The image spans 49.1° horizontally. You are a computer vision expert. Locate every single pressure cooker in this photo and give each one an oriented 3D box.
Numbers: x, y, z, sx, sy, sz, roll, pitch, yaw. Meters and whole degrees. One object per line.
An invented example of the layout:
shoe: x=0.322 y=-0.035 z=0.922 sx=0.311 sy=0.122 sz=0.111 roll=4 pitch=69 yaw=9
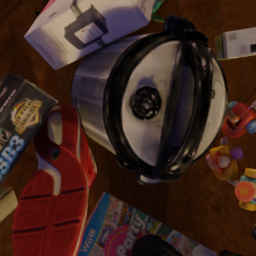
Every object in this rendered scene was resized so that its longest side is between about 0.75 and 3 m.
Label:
pressure cooker: x=0.401 y=-0.460 z=5.176 sx=2.472 sy=2.767 sz=2.434 roll=-39 pitch=117 yaw=-16

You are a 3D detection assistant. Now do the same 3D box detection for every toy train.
toy train: x=2.267 y=0.552 z=5.400 sx=1.649 sy=0.611 sz=2.196 roll=-53 pitch=47 yaw=32

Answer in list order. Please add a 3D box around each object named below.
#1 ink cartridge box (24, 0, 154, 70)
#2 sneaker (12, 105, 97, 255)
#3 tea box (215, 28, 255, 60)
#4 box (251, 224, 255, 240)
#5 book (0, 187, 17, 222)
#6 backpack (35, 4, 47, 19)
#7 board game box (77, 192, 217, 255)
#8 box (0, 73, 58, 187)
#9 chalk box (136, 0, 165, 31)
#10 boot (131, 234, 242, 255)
ink cartridge box: x=-0.659 y=-2.217 z=5.257 sx=2.150 sy=0.907 sz=1.556 roll=-16 pitch=43 yaw=30
sneaker: x=-0.954 y=1.173 z=4.957 sx=1.172 sy=1.727 sz=2.990 roll=-9 pitch=53 yaw=12
tea box: x=2.442 y=-1.831 z=6.165 sx=0.830 sy=0.816 sz=0.554 roll=-8 pitch=99 yaw=1
box: x=3.232 y=2.116 z=5.039 sx=1.186 sy=1.485 sz=0.366 roll=46 pitch=51 yaw=4
book: x=-3.334 y=1.883 z=5.415 sx=1.355 sy=2.029 sz=0.488 roll=-7 pitch=105 yaw=13
backpack: x=-1.562 y=-2.867 z=7.938 sx=1.689 sy=1.069 sz=1.410 roll=-24 pitch=94 yaw=-2
board game box: x=0.168 y=2.833 z=5.681 sx=2.658 sy=0.854 sz=1.961 roll=28 pitch=68 yaw=1
box: x=-2.663 y=0.304 z=5.308 sx=0.699 sy=2.793 sz=2.814 roll=34 pitch=85 yaw=-29
chalk box: x=-0.035 y=-3.672 z=7.496 sx=1.592 sy=1.603 sz=2.568 roll=-41 pitch=83 yaw=31
boot: x=1.566 y=2.802 z=5.014 sx=2.718 sy=2.227 sz=1.006 roll=42 pitch=115 yaw=27
